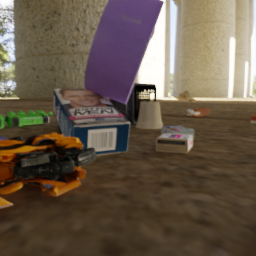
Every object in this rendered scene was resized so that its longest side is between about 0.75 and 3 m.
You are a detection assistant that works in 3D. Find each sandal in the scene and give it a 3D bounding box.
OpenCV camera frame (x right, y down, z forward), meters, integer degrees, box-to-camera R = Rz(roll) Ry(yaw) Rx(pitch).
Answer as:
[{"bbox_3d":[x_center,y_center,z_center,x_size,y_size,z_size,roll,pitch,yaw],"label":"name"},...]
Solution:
[{"bbox_3d":[2.083,-1.168,10.054,1.070,0.352,0.392,6,26,-37],"label":"sandal"}]

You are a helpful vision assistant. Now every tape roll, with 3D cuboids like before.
[{"bbox_3d":[-0.092,-1.866,6.507,1.046,2.462,2.462,21,7,-2],"label":"tape roll"}]

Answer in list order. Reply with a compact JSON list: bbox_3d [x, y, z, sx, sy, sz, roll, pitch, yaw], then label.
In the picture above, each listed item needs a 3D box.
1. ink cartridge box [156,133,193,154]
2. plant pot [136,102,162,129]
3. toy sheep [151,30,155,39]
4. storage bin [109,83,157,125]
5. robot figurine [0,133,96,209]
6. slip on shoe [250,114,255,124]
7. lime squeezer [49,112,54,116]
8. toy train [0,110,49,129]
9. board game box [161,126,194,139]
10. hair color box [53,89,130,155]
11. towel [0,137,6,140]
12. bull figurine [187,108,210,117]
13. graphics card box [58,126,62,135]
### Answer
[{"bbox_3d":[1.037,0.325,6.191,0.678,0.309,0.823,2,7,20],"label":"ink cartridge box"},{"bbox_3d":[0.749,-0.465,9.793,0.986,0.902,0.986,0,8,0],"label":"plant pot"},{"bbox_3d":[0.275,-2.970,8.366,1.162,1.162,1.685,1,26,6],"label":"toy sheep"},{"bbox_3d":[0.255,-1.040,11.537,1.087,1.568,2.319,5,9,28],"label":"storage bin"},{"bbox_3d":[-1.603,0.517,3.353,2.400,0.699,1.740,-7,11,-39],"label":"robot figurine"},{"bbox_3d":[5.383,-0.402,11.127,1.382,0.423,0.512,-3,7,-32],"label":"slip on shoe"},{"bbox_3d":[-3.871,-0.714,14.298,0.359,0.192,1.016,-2,7,-14],"label":"lime squeezer"},{"bbox_3d":[-3.998,-0.281,10.047,2.534,0.529,0.715,-7,20,-43],"label":"toy train"},{"bbox_3d":[1.354,0.132,7.771,0.627,0.273,0.850,-1,7,-14],"label":"board game box"},{"bbox_3d":[-0.959,-0.246,6.453,1.190,0.720,2.379,-4,25,-23],"label":"hair color box"},{"bbox_3d":[-3.729,0.397,6.382,1.519,0.181,1.100,0,10,10],"label":"towel"},{"bbox_3d":[3.372,-0.773,13.805,1.311,0.427,0.796,-3,8,-20],"label":"bull figurine"},{"bbox_3d":[-1.309,-0.263,9.030,1.736,0.704,2.767,-2,7,-11],"label":"graphics card box"}]
